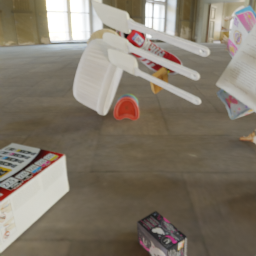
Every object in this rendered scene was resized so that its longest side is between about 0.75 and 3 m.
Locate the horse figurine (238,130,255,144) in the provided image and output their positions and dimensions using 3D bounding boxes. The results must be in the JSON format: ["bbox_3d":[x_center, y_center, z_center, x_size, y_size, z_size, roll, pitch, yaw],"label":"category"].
[{"bbox_3d":[4.678,0.430,9.972,0.791,0.298,1.193,-23,35,-22],"label":"horse figurine"}]

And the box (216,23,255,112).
[{"bbox_3d":[3.335,-1.384,6.542,1.031,1.939,1.476,9,30,-42],"label":"box"}]

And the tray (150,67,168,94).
[{"bbox_3d":[1.116,-1.663,10.002,0.627,0.235,1.270,-36,-17,0],"label":"tray"}]

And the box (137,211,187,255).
[{"bbox_3d":[0.625,2.159,5.375,0.515,0.594,0.898,-19,29,-29],"label":"box"}]

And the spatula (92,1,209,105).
[{"bbox_3d":[0.438,-1.512,5.906,2.689,1.870,0.216,30,64,25],"label":"spatula"}]

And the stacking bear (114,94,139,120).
[{"bbox_3d":[0.001,-1.091,12.962,1.106,1.036,1.822,2,17,4],"label":"stacking bear"}]

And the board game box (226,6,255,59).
[{"bbox_3d":[4.608,-2.522,10.080,0.580,2.875,2.200,-23,-21,3],"label":"board game box"}]

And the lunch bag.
[{"bbox_3d":[3.843,-1.108,8.176,1.879,1.195,1.593,-35,-12,36],"label":"lunch bag"}]

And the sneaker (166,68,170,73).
[{"bbox_3d":[1.411,-2.174,11.238,0.338,0.309,0.792,-29,-12,-7],"label":"sneaker"}]

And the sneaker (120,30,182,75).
[{"bbox_3d":[0.891,-3.243,11.631,2.928,1.043,1.646,30,-3,14],"label":"sneaker"}]

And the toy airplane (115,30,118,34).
[{"bbox_3d":[-0.660,-3.651,12.161,0.300,1.634,1.634,-38,38,-21],"label":"toy airplane"}]

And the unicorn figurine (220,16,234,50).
[{"bbox_3d":[4.725,-3.937,11.540,1.723,0.927,2.509,17,-1,22],"label":"unicorn figurine"}]

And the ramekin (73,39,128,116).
[{"bbox_3d":[-0.831,-1.592,8.412,1.064,2.284,2.284,19,23,-1],"label":"ramekin"}]

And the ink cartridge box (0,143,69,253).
[{"bbox_3d":[-3.134,1.445,6.425,2.347,1.121,2.674,8,24,22],"label":"ink cartridge box"}]

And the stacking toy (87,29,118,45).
[{"bbox_3d":[-0.878,-2.688,11.280,1.243,1.243,2.912,-1,-13,-1],"label":"stacking toy"}]
